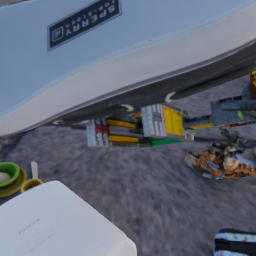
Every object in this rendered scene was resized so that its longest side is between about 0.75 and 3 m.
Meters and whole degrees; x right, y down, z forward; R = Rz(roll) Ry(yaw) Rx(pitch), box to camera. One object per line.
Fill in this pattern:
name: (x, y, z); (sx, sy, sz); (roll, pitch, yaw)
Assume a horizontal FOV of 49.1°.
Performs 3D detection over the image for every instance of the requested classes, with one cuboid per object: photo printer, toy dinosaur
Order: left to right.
photo printer: (-1.291, 1.764, 4.159); (1.873, 0.782, 2.251); (-31, 37, -33)
toy dinosaur: (2.126, 0.709, 6.050); (1.663, 0.850, 1.129); (25, 54, 2)

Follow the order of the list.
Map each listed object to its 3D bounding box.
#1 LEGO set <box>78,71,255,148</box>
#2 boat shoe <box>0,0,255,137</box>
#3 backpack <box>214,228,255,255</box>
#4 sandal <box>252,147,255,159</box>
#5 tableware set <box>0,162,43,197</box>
LEGO set: (0.623, -0.765, 3.369); (2.937, 2.259, 1.702); (-2, -5, 30)
boat shoe: (-0.257, -0.402, 1.809); (2.476, 0.820, 0.866); (-17, 65, 25)
backpack: (1.732, 1.978, 4.186); (0.945, 0.636, 0.863); (8, 37, 10)
sandal: (3.599, 0.694, 6.129); (1.599, 0.432, 0.642); (23, 42, 28)
tableware set: (-3.012, 1.391, 5.176); (2.837, 0.435, 1.911); (-12, 38, -16)
